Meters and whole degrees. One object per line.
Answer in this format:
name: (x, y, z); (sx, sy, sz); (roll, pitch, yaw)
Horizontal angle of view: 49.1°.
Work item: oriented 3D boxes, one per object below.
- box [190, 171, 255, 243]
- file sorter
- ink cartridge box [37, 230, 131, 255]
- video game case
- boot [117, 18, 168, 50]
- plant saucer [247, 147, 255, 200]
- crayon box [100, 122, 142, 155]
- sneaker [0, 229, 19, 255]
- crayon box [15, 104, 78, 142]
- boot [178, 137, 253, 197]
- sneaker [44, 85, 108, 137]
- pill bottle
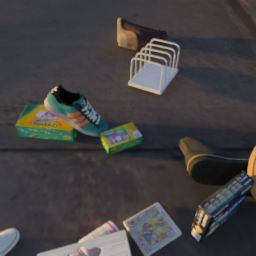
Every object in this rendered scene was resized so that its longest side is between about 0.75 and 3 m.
box: (2.336, 1.983, 7.001); (1.673, 1.329, 0.385); (-27, 50, -27)
file sorter: (1.109, -2.579, 11.507); (1.437, 1.289, 2.071); (19, 44, 19)
ink cartridge box: (-0.703, 3.676, 5.619); (2.112, 0.741, 2.598); (-14, 45, -5)
video game case: (0.622, 2.588, 7.224); (1.134, 0.130, 1.032); (-23, 50, -24)
boot: (0.654, -4.627, 13.846); (2.352, 1.023, 2.827); (-2, 41, -5)
plant saucer: (3.986, 1.177, 7.493); (1.932, 1.932, 0.362); (-28, 14, -25)
crayon box: (-0.238, 0.337, 9.341); (1.239, 0.361, 0.736); (-19, 48, -18)
sneaker: (-3.389, 2.884, 6.666); (1.545, 0.547, 0.564); (-28, 51, -25)
crayon box: (-2.697, -0.204, 9.716); (1.957, 0.570, 1.162); (5, 45, 3)
boot: (2.948, 0.969, 8.364); (2.773, 1.074, 1.918); (17, 19, -10)
sneaker: (-1.525, -0.529, 9.085); (2.296, 0.917, 0.819); (30, 39, -20)
pill bottle: (-0.751, 2.826, 6.632); (1.202, 0.681, 0.681); (-26, 51, -24)
